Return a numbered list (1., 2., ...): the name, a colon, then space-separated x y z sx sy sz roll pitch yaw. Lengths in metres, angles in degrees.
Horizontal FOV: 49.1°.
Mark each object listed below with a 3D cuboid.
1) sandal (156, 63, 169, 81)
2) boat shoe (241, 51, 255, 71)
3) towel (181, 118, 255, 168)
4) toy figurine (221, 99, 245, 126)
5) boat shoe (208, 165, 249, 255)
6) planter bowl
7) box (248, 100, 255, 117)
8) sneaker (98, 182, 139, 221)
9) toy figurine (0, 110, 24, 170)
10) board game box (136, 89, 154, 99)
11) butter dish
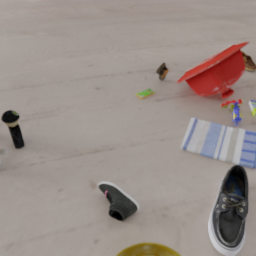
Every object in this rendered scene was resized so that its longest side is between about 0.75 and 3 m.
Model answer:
1. sandal: 1.770 -2.732 13.985 0.441 1.614 0.660 37 84 18
2. boat shoe: 6.703 -3.814 15.940 0.645 0.605 1.791 -7 39 -9
3. towel: 3.513 0.483 10.687 2.703 0.322 1.985 15 41 18
4. toy figurine: 4.424 -0.562 11.822 0.883 1.003 1.674 -4 -6 12
5. boat shoe: 3.002 2.168 8.012 0.997 0.944 2.850 16 41 20
6. planter bowl: 0.469 3.690 6.139 2.080 0.866 2.080 0 39 0
7. box: 5.836 -0.891 12.486 0.690 0.270 1.131 5 39 5
8. sneaker: -0.468 2.178 8.331 1.499 0.530 0.743 29 41 26
9. toy figurine: -5.048 0.296 9.933 2.207 1.535 2.172 14 40 16
10. board game box: 0.849 -1.659 13.583 0.897 0.134 0.428 -28 46 -27
11. butter dish: 4.222 -2.343 13.062 2.803 2.072 2.795 -34 8 -29
